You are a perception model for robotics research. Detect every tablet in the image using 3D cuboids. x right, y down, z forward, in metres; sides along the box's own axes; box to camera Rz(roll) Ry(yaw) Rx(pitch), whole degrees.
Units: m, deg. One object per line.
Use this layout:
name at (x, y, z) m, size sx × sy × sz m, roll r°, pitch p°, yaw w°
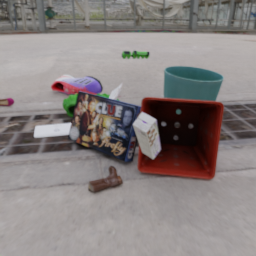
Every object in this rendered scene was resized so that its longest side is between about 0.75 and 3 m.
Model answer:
tablet at (-2.415, 0.064, 9.476) m, size 1.429 × 0.098 × 0.930 m, roll -6°, pitch 24°, yaw -12°

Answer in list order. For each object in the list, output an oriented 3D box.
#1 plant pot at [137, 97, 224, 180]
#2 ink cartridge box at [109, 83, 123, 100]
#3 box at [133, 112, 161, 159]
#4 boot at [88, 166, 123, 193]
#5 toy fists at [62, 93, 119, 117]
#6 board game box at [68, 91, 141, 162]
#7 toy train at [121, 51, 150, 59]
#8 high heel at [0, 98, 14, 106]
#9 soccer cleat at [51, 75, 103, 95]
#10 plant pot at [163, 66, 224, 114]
plant pot at (1.313, 0.080, 7.421) m, size 1.880 × 1.882 × 1.658 m, roll 5°, pitch 14°, yaw 7°
ink cartridge box at (-0.428, -1.154, 9.875) m, size 0.688 × 0.175 × 0.781 m, roll -31°, pitch 29°, yaw 43°
box at (0.376, 0.195, 5.222) m, size 0.313 × 1.509 × 0.292 m, roll 32°, pitch 76°, yaw 21°
boot at (-0.625, 1.217, 6.664) m, size 0.801 × 0.257 × 0.747 m, roll -14°, pitch 25°, yaw -20°
toy fists at (-1.385, -0.876, 10.847) m, size 2.253 × 0.775 × 1.148 m, roll -4°, pitch 31°, yaw -12°
board game box at (-0.691, -0.105, 8.027) m, size 2.264 × 1.534 × 0.392 m, roll 17°, pitch 6°, yaw 34°
toy train at (0.344, -3.172, 12.119) m, size 1.334 × 0.278 × 0.376 m, roll -6°, pitch -18°, yaw -20°
high heel at (-5.256, -1.051, 11.717) m, size 1.029 × 0.347 × 0.494 m, roll -4°, pitch 9°, yaw 29°
soccer cleat at (-2.414, -1.901, 13.142) m, size 2.764 × 0.943 × 1.012 m, roll 14°, pitch 39°, yaw 33°
plant pot at (2.257, -1.195, 10.270) m, size 2.087 × 1.675 × 2.087 m, roll 4°, pitch 25°, yaw -2°
